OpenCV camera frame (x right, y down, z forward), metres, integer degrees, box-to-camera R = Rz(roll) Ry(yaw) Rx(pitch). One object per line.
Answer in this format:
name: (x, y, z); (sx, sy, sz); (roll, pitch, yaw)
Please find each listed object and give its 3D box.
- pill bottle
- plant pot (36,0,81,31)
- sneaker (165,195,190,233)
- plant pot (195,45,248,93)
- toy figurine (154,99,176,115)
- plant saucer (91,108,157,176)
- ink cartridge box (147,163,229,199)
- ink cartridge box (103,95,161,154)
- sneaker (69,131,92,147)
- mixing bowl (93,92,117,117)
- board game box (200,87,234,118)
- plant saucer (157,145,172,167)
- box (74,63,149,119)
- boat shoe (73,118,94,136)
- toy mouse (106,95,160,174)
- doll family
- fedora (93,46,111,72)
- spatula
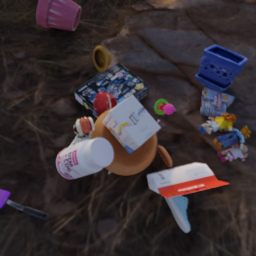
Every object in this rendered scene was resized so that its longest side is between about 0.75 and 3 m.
pill bottle: (-1.368, 0.962, 8.796); (1.052, 1.855, 1.052); (19, 60, -38)
plant pot: (-3.527, -6.023, 14.619); (1.818, 2.031, 2.031); (20, 56, -4)
sneaker: (1.761, 2.615, 9.314); (0.665, 0.600, 1.623); (-20, 58, -8)
plant pot: (3.966, -2.532, 12.169); (1.642, 1.477, 1.642); (31, 35, 19)
toy figurine: (1.434, -0.665, 9.975); (0.776, 0.582, 0.714); (7, 12, -23)
plant saucer: (-0.042, 0.404, 9.757); (2.455, 0.459, 2.455); (5, 76, -21)
ink cartridge box: (1.769, 1.620, 8.987); (1.946, 2.394, 0.683); (-12, 82, -8)
ink cartridge box: (0.077, -0.103, 9.018); (1.024, 1.042, 1.416); (-40, 87, -25)
sneaker: (-1.917, 0.679, 10.590); (0.691, 0.728, 1.808); (27, 61, 15)
mixing bowl: (-0.774, -0.885, 10.653); (0.549, 1.013, 1.013); (3, 50, 37)
board game box: (3.826, -1.059, 11.981); (1.326, 0.409, 1.327); (9, 56, 7)
plant saucer: (1.345, 1.024, 10.227); (0.145, 0.901, 0.901); (-30, 60, -7)
box: (-0.694, -1.545, 12.196); (2.604, 0.599, 2.070); (-39, 64, -23)
boat shoe: (-1.580, -0.010, 9.488); (0.560, 1.789, 0.637); (-19, 93, -18)
toy mouse: (-0.247, -0.087, 10.458); (2.788, 0.540, 2.478); (-31, 92, -17)
doll family: (3.851, 0.195, 10.742); (1.387, 1.007, 2.235); (-20, 58, -13)
fedora: (-1.057, -2.959, 11.994); (0.462, 1.133, 1.133); (-17, 53, -40)
spatula: (-3.712, 2.664, 9.495); (2.359, 0.242, 0.667); (16, 57, 11)
